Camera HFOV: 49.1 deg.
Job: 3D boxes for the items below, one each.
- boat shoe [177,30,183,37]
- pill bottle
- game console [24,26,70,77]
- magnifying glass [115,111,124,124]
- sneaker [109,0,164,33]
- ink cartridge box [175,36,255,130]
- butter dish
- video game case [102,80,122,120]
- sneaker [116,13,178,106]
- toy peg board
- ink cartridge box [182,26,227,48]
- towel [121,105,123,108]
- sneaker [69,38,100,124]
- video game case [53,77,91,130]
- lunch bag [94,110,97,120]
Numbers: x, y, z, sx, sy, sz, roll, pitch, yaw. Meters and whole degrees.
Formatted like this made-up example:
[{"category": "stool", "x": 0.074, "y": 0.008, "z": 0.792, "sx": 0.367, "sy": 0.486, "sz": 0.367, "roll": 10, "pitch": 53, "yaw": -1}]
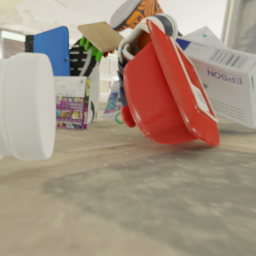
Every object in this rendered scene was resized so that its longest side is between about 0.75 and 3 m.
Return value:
[{"category": "boat shoe", "x": 1.739, "y": -2.895, "z": 9.578, "sx": 0.408, "sy": 0.473, "sz": 1.301, "roll": 41, "pitch": 2, "yaw": 23}, {"category": "pill bottle", "x": -2.402, "y": -0.241, "z": 3.398, "sx": 2.815, "sy": 1.638, "sz": 1.638, "roll": -1, "pitch": 7, "yaw": -7}, {"category": "game console", "x": -2.552, "y": -1.671, "z": 9.428, "sx": 1.618, "sy": 2.735, "sz": 2.334, "roll": -1, "pitch": -3, "yaw": -2}, {"category": "magnifying glass", "x": -0.106, "y": -0.548, "z": 9.185, "sx": 0.369, "sy": 0.928, "sz": 0.104, "roll": 31, "pitch": -3, "yaw": -21}, {"category": "sneaker", "x": 0.422, "y": -2.603, "z": 6.770, "sx": 0.846, "sy": 1.222, "sz": 2.181, "roll": -16, "pitch": 32, "yaw": 41}, {"category": "ink cartridge box", "x": 1.971, "y": -0.965, "z": 6.998, "sx": 2.709, "sy": 0.551, "sz": 2.715, "roll": 30, "pitch": -15, "yaw": 40}, {"category": "butter dish", "x": 0.571, "y": -0.478, "z": 5.198, "sx": 1.559, "sy": 2.103, "sz": 2.109, "roll": -26, "pitch": -21, "yaw": 22}, {"category": "video game case", "x": 0.281, "y": -1.357, "z": 11.249, "sx": 2.411, "sy": 0.286, "sz": 2.195, "roll": -8, "pitch": 46, "yaw": 23}, {"category": "sneaker", "x": 0.170, "y": -1.325, "z": 6.284, "sx": 0.978, "sy": 2.494, "sz": 0.990, "roll": 39, "pitch": 41, "yaw": 21}, {"category": "toy peg board", "x": -0.761, "y": -2.445, "z": 7.991, "sx": 1.103, "sy": 0.540, "sz": 1.098, "roll": 46, "pitch": 47, "yaw": 16}, {"category": "ink cartridge box", "x": 2.319, "y": -1.994, "z": 8.642, "sx": 1.477, "sy": 2.165, "sz": 0.826, "roll": -25, "pitch": -35, "yaw": -2}, {"category": "towel", "x": 0.568, "y": -1.744, "z": 9.984, "sx": 0.278, "sy": 1.713, "sz": 2.333, "roll": 33, "pitch": -32, "yaw": -11}, {"category": "sneaker", "x": -1.384, "y": -1.456, "z": 8.935, "sx": 1.054, "sy": 2.860, "sz": 1.144, "roll": 10, "pitch": 2, "yaw": 15}, {"category": "video game case", "x": -1.878, "y": -0.743, "z": 8.104, "sx": 1.622, "sy": 1.470, "sz": 0.290, "roll": 5, "pitch": 1, "yaw": 24}, {"category": "lunch bag", "x": -1.722, "y": -0.899, "z": 10.071, "sx": 1.192, "sy": 1.483, "sz": 0.611, "roll": 0, "pitch": 45, "yaw": -4}]
